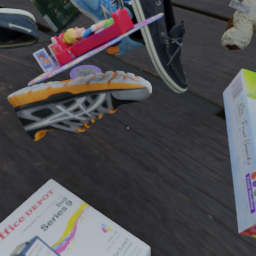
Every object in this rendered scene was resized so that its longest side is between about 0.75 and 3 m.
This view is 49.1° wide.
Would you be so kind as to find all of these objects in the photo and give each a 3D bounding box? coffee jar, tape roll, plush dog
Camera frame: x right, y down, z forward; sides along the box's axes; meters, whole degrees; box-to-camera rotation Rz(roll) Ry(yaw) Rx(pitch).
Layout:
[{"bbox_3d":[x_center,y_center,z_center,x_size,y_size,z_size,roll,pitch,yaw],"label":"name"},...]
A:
[{"bbox_3d":[-2.361,-4.050,7.696,1.354,2.596,1.107,-42,27,0],"label":"coffee jar"},{"bbox_3d":[-1.439,-1.709,9.644,1.058,0.449,1.058,0,42,0],"label":"tape roll"},{"bbox_3d":[2.933,-2.585,6.351,1.696,1.361,1.457,-8,17,20],"label":"plush dog"}]

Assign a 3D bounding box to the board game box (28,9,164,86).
[{"bbox_3d":[-0.549,-1.290,3.929,2.128,0.414,1.681,-35,21,-18],"label":"board game box"}]

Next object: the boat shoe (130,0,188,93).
[{"bbox_3d":[0.778,-1.783,5.488,0.736,2.365,0.882,-14,22,27],"label":"boat shoe"}]

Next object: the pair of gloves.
[{"bbox_3d":[-0.587,-1.559,5.139,0.946,0.843,0.117,-10,71,-1],"label":"pair of gloves"}]

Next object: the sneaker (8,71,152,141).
[{"bbox_3d":[-0.851,-0.437,5.321,2.665,1.029,1.043,-8,17,10],"label":"sneaker"}]

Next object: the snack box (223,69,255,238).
[{"bbox_3d":[1.967,0.319,3.309,1.445,0.538,2.032,14,53,-6],"label":"snack box"}]

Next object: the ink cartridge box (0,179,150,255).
[{"bbox_3d":[-1.067,2.262,4.822,2.385,1.043,1.733,26,49,27],"label":"ink cartridge box"}]

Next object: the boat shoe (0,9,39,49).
[{"bbox_3d":[-3.404,-2.174,6.472,2.574,0.964,0.796,-7,59,-24],"label":"boat shoe"}]

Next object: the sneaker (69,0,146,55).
[{"bbox_3d":[-0.347,-2.924,6.461,1.266,2.816,1.104,6,64,37],"label":"sneaker"}]
